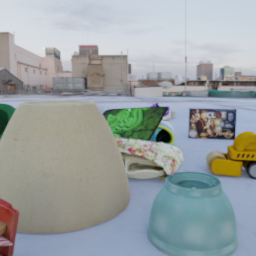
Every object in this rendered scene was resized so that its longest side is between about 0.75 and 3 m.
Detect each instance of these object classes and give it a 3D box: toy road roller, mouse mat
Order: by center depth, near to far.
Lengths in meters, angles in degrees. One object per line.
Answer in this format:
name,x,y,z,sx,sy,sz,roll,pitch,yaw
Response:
toy road roller,2.519,0.581,6.515,1.335,0.974,0.820,2,9,12
mouse mat,-0.288,0.097,8.291,2.364,0.111,2.938,-1,30,28

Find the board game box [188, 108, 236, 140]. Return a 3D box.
board game box,3.205,-0.160,10.750,1.732,1.173,0.300,1,8,12

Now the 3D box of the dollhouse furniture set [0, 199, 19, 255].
dollhouse furniture set,-0.876,1.437,1.899,2.455,0.998,1.321,21,14,16

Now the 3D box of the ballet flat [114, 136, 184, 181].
ballet flat,-0.081,0.676,6.251,2.584,0.977,0.826,3,50,20

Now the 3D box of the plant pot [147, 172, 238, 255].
plant pot,0.868,1.080,3.810,1.218,0.816,1.218,0,8,0

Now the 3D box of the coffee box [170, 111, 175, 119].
coffee box,2.352,-0.833,17.553,1.104,0.441,0.624,4,9,23

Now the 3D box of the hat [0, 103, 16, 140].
hat,-3.484,0.811,7.597,2.173,2.309,2.623,15,49,27

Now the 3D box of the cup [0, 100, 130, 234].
cup,-1.212,0.423,4.955,2.479,1.773,2.479,-1,9,0

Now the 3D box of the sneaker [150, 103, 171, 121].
sneaker,1.481,-1.026,16.931,2.448,1.021,0.987,5,10,32

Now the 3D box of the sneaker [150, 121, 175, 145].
sneaker,0.204,0.182,8.856,2.727,1.085,1.780,-1,7,0
